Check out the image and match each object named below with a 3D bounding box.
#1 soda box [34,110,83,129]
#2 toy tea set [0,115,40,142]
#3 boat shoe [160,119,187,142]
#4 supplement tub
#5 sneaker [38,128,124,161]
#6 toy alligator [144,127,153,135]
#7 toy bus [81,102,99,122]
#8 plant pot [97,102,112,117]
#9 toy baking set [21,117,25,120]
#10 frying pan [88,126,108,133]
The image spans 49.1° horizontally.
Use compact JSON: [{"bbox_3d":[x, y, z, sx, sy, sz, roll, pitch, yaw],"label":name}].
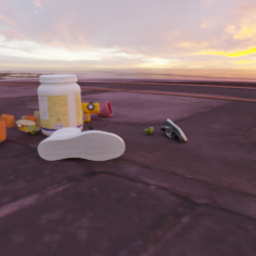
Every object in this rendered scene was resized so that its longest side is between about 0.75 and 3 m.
[{"bbox_3d":[-3.318,-0.456,13.444,2.235,0.757,0.716,-5,15,-21],"label":"soda box"},{"bbox_3d":[-4.643,0.091,11.064,2.645,0.979,1.573,1,16,-45],"label":"toy tea set"},{"bbox_3d":[1.844,0.211,11.433,0.598,0.635,1.768,-38,25,0],"label":"boat shoe"},{"bbox_3d":[-2.908,-0.998,12.006,1.785,2.455,1.785,-1,14,0],"label":"supplement tub"},{"bbox_3d":[-1.443,0.401,9.402,2.716,1.000,1.569,-1,17,3],"label":"sneaker"},{"bbox_3d":[0.942,0.147,12.141,0.314,0.228,0.948,5,9,19],"label":"toy alligator"},{"bbox_3d":[-2.747,-0.831,14.513,2.499,0.978,0.813,-1,12,-2],"label":"toy bus"},{"bbox_3d":[-1.381,-0.997,15.782,0.761,0.850,0.850,-13,10,14],"label":"plant pot"},{"bbox_3d":[-4.847,-0.514,14.880,1.309,0.198,1.705,-10,17,-35],"label":"toy baking set"},{"bbox_3d":[-1.556,0.286,11.337,1.178,0.317,1.947,-13,15,-35],"label":"frying pan"}]
